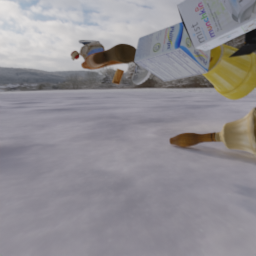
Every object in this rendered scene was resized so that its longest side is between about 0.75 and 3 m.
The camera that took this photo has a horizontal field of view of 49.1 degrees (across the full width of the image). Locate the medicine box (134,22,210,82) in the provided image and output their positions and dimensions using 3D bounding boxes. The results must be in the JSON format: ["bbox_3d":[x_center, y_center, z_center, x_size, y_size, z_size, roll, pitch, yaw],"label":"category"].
[{"bbox_3d":[1.349,-2.217,8.510,1.698,0.874,1.546,-4,-20,44],"label":"medicine box"}]

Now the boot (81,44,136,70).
[{"bbox_3d":[-0.679,-2.361,9.493,1.766,0.651,1.367,-13,8,-25],"label":"boot"}]

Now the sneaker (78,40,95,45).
[{"bbox_3d":[-1.933,-3.826,13.316,0.949,0.686,0.361,-11,24,-40],"label":"sneaker"}]

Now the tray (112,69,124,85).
[{"bbox_3d":[-0.506,-2.577,14.100,0.372,0.755,0.140,12,23,-28],"label":"tray"}]

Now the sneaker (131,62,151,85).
[{"bbox_3d":[0.654,-3.135,12.966,1.076,2.623,0.980,8,48,-23],"label":"sneaker"}]

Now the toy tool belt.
[{"bbox_3d":[-1.610,-3.086,11.989,1.482,0.911,0.926,-32,-14,-30],"label":"toy tool belt"}]

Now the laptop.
[{"bbox_3d":[4.418,-3.265,10.231,1.217,1.300,0.753,-14,22,-25],"label":"laptop"}]

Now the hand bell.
[{"bbox_3d":[2.616,0.323,8.785,2.880,1.500,1.500,-9,3,36],"label":"hand bell"}]

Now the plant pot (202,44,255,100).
[{"bbox_3d":[4.205,-2.550,11.975,2.027,2.154,2.154,22,1,-24],"label":"plant pot"}]

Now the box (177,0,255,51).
[{"bbox_3d":[2.459,-2.691,6.470,1.979,1.085,2.243,-21,5,29],"label":"box"}]
